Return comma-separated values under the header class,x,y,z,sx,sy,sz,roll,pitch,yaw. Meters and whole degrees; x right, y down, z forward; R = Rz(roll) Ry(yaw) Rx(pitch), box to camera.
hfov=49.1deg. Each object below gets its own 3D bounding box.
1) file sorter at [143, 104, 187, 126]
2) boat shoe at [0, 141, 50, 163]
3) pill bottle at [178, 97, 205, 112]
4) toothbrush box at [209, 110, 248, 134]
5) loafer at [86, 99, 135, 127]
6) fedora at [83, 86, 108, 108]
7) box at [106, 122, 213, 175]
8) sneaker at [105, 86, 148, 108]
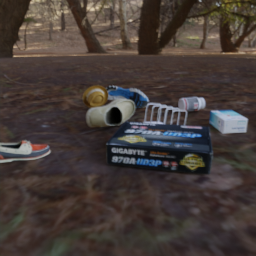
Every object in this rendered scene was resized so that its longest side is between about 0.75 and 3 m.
class,x,y,z,sx,sy,sz,roll,pitch,yaw
file sorter,1.356,-0.369,10.239,0.915,0.821,1.318,-3,16,-43
boat shoe,-3.064,0.619,8.015,1.610,0.504,0.573,-6,17,-20
pill bottle,2.900,-1.069,12.759,1.076,0.624,0.624,-6,19,-14
toothbrush box,3.739,-0.247,10.555,0.911,0.531,1.245,-2,20,-6
loafer,-0.466,-0.495,10.645,0.859,0.952,2.516,13,25,36
fedora,-1.486,-1.351,13.007,1.228,1.228,0.501,-5,32,-13
box,0.975,0.481,8.161,2.762,0.635,2.195,4,18,13
sneaker,0.002,-1.511,13.971,2.361,0.885,1.023,19,-1,23
